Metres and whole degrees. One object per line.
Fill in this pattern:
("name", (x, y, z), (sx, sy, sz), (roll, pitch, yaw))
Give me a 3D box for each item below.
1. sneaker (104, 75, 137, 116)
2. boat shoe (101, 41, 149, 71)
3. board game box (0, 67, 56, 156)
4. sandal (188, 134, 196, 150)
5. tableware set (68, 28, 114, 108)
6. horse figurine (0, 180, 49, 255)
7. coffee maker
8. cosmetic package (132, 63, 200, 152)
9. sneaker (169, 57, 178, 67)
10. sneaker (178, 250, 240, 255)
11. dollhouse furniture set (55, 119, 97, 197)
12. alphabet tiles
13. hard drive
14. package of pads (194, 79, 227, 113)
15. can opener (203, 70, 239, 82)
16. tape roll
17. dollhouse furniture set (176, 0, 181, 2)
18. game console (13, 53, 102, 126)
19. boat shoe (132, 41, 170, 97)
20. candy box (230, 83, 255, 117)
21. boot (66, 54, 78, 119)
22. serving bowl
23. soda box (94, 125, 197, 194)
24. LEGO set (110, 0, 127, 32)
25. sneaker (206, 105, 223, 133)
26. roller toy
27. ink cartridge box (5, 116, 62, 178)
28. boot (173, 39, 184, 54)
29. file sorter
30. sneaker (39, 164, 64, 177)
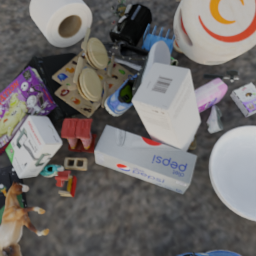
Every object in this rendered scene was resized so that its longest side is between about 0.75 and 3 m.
("sneaker", (0.270, -1.252, 9.252), (0.904, 1.026, 2.301), (49, 54, -7))
("boat shoe", (-0.187, -2.777, 10.192), (2.363, 0.783, 0.826), (29, 61, 22))
("board game box", (-3.640, -0.486, 8.892), (2.678, 0.432, 1.607), (-39, 64, 12))
("sandal", (2.046, 0.200, 9.237), (0.421, 0.283, 1.047), (-6, 65, -3))
("tableware set", (-1.225, -1.900, 9.156), (0.474, 1.565, 2.367), (-12, 55, 31))
("horse figurine", (-2.988, 2.974, 7.479), (1.873, 0.706, 2.827), (9, 85, 34))
("coffee maker", (0.288, -3.738, 10.630), (1.493, 1.047, 1.555), (32, 78, -5))
("cosmetic package", (1.231, -0.427, 8.119), (1.114, 2.627, 1.413), (19, 67, 29))
("sneaker", (1.470, -2.227, 9.902), (0.806, 0.929, 2.096), (-11, 68, -27))
("sneaker", (1.859, 3.713, 7.124), (2.679, 1.194, 1.052), (-5, 66, -3))
("dollhouse furniture set", (-1.549, 0.906, 8.429), (0.874, 1.156, 2.148), (3, 65, 3))
("alphabet tiles", (-1.141, -1.562, 9.526), (2.221, 0.100, 2.657), (35, 54, 1))
("hard drive", (-3.699, 2.029, 8.376), (1.177, 0.319, 1.685), (-17, 66, -8))
("package of pads", (2.481, -0.964, 9.408), (1.566, 0.943, 0.592), (-28, 68, -13))
("can opener", (3.302, -1.846, 9.959), (1.233, 0.325, 0.410), (6, 95, 25))
("tape roll", (-2.461, -4.134, 10.337), (1.903, 1.903, 1.307), (-32, 69, -14))
("dollhouse furniture set", (2.299, -5.498, 11.868), (1.578, 0.904, 1.851), (-42, 48, -18))
("game console", (-2.481, -1.139, 9.561), (2.182, 1.444, 2.481), (-38, 67, 26))
("boat shoe", (0.729, -1.896, 9.001), (0.706, 0.856, 2.495), (-15, 40, 38))
("candy box", (4.197, -0.980, 9.744), (0.817, 0.348, 0.974), (-24, 68, -10))
("boot", (-1.876, -1.553, 9.801), (1.597, 0.828, 2.444), (-21, 68, -15))
("serving bowl", (3.728, 1.384, 8.338), (2.811, 0.925, 2.811), (0, 66, 0))
("soda box", (0.493, 0.951, 8.484), (2.904, 0.921, 0.991), (19, 60, 8))
("LEGO set", (-0.309, -4.403, 11.202), (1.078, 0.471, 1.661), (37, 76, -17))
("sneaker", (2.844, -0.311, 9.352), (0.424, 0.483, 1.205), (39, 41, -20))
("roller toy", (2.858, -3.499, 9.127), (2.906, 2.031, 2.651), (29, 90, -2))
("ink cartridge box", (-2.844, 0.556, 8.381), (1.579, 0.663, 1.152), (-48, 64, 23))
("boot", (2.716, -3.876, 10.542), (2.553, 1.369, 0.958), (-40, 73, -15))
("file sorter", (1.184, -3.356, 10.643), (1.137, 0.697, 0.789), (17, 66, 8))
("sneaker", (-2.381, 1.253, 8.476), (1.043, 0.415, 0.404), (-13, 64, 39))
